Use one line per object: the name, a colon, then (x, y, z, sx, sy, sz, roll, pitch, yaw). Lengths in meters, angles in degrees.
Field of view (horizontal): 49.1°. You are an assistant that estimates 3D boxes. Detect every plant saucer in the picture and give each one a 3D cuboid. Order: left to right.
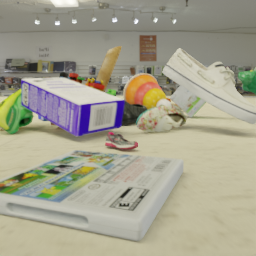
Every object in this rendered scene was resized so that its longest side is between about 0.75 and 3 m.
plant saucer: (-0.942, -2.175, 11.367, 0.458, 2.588, 2.588, 22, 5, -8)

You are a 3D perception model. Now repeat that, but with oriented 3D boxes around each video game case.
video game case: (-0.382, 0.618, 3.305, 1.759, 0.212, 1.930, 3, 9, 20)

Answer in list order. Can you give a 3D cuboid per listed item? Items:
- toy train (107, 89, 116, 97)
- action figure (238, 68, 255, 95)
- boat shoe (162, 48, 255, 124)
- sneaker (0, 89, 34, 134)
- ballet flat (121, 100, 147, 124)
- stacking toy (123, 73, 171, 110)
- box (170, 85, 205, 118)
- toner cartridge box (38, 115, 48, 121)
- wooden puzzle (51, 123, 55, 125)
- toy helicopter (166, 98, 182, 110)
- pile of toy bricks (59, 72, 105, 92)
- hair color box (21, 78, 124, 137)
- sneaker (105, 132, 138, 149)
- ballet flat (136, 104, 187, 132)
toy train: (-0.592, -0.839, 8.557, 0.301, 0.222, 1.066, 12, 42, 6)
action figure: (4.801, -1.718, 9.995, 2.794, 1.650, 0.764, -2, 43, -39)
boat shoe: (2.239, -1.214, 7.328, 2.923, 1.021, 1.037, 41, 22, 33)
sneaker: (-3.111, -0.496, 7.935, 0.794, 0.896, 2.145, -26, 24, 18)
ballet flat: (0.149, -0.688, 10.035, 0.983, 0.840, 2.958, -10, 5, 12)
stacking toy: (1.136, -1.340, 13.532, 2.005, 2.005, 2.744, -4, 28, -26)
box: (2.543, -1.315, 11.079, 1.171, 1.327, 0.642, 44, 32, 11)
toner cartridge box: (-2.356, -0.594, 10.979, 2.124, 0.459, 1.009, -5, 10, -28)
wooden puzzle: (-1.562, -0.163, 8.643, 1.244, 0.147, 2.097, 1, 2, 5)
toy helicopter: (2.475, -1.051, 14.406, 1.674, 0.660, 1.107, 12, 0, 6)
pile of toy bricks: (-1.851, -1.138, 9.825, 1.418, 1.261, 2.555, 10, 2, -28)
hair color box: (-1.487, -0.634, 7.141, 2.527, 0.819, 1.381, 26, 25, 38)
sneaker: (-0.145, 0.256, 5.421, 0.759, 0.284, 0.306, 8, -2, 37)
ballet flat: (1.061, -0.240, 7.821, 0.679, 0.804, 2.125, 38, 30, 24)
